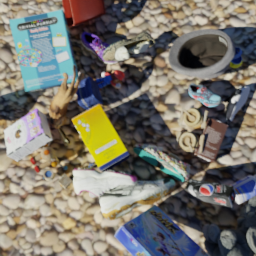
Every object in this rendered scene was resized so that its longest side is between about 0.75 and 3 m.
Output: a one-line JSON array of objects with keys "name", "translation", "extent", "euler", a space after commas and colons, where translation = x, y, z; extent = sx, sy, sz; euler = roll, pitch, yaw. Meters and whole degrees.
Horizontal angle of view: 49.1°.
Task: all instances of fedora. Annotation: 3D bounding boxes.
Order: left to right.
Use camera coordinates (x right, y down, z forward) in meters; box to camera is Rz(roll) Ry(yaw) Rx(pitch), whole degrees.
[{"name": "fedora", "translation": [3.035, -2.796, 11.320], "extent": [2.564, 1.158, 2.268], "euler": [2, 66, 30]}]

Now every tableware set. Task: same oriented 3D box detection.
[{"name": "tableware set", "translation": [2.395, 0.057, 10.948], "extent": [1.150, 0.349, 1.740], "euler": [8, 87, 35]}]

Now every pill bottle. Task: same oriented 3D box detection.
[{"name": "pill bottle", "translation": [4.557, 2.287, 10.686], "extent": [1.344, 0.753, 0.753], "euler": [-25, 79, -6]}]

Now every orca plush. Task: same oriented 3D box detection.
[{"name": "orca plush", "translation": [4.297, -0.947, 11.574], "extent": [1.034, 0.699, 1.965], "euler": [29, 81, -39]}]

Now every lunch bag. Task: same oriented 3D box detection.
[{"name": "lunch bag", "translation": [-1.608, -1.281, 11.111], "extent": [0.819, 0.841, 1.237], "euler": [-23, 64, 16]}]

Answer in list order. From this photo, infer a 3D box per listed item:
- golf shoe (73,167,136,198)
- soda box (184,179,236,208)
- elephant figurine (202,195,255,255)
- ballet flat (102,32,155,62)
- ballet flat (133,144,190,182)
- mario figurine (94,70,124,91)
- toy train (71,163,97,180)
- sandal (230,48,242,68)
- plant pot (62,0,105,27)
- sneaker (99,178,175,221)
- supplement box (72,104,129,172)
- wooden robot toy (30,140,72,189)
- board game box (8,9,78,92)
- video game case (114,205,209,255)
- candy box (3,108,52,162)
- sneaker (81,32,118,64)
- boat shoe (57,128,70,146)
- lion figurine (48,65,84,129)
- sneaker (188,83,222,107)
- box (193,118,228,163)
[{"name": "golf shoe", "translation": [-0.864, 1.998, 10.081], "extent": [2.333, 0.879, 1.068], "euler": [3, 81, 10]}, {"name": "soda box", "translation": [2.919, 2.318, 10.056], "extent": [1.680, 0.594, 0.532], "euler": [2, 42, 41]}, {"name": "elephant figurine", "translation": [4.195, 3.919, 9.946], "extent": [2.677, 1.894, 2.077], "euler": [-10, 107, -18]}, {"name": "ballet flat", "translation": [0.091, -3.222, 11.391], "extent": [2.294, 0.778, 0.864], "euler": [-28, 50, -15]}, {"name": "ballet flat", "translation": [1.346, 1.212, 10.916], "extent": [2.420, 0.915, 0.773], "euler": [32, 60, 7]}, {"name": "mario figurine", "translation": [-0.740, -2.000, 11.829], "extent": [1.255, 0.665, 0.775], "euler": [-21, 115, 6]}, {"name": "toy train", "translation": [-1.754, 1.702, 11.084], "extent": [1.156, 0.197, 0.265], "euler": [-30, 85, -6]}, {"name": "sandal", "translation": [4.096, -3.358, 11.867], "extent": [1.905, 0.829, 0.757], "euler": [34, 82, 9]}, {"name": "plant pot", "translation": [-1.862, -5.213, 11.674], "extent": [1.474, 1.671, 1.672], "euler": [-16, 111, -18]}, {"name": "sneaker", "translation": [0.301, 2.291, 10.501], "extent": [2.947, 1.115, 1.292], "euler": [-18, 55, -13]}, {"name": "supplement box", "translation": [-1.032, 0.449, 10.826], "extent": [1.234, 1.227, 2.254], "euler": [-30, 79, -6]}, {"name": "wooden robot toy", "translation": [-3.083, 1.224, 10.616], "extent": [1.107, 1.140, 2.512], "euler": [-30, 77, -17]}, {"name": "board game box", "translation": [-3.367, -3.083, 11.434], "extent": [2.168, 0.674, 2.871], "euler": [-11, 95, -1]}, {"name": "video game case", "translation": [1.173, 3.875, 9.201], "extent": [2.547, 2.308, 0.579], "euler": [40, 112, 24]}, {"name": "candy box", "translation": [-3.875, 0.267, 10.764], "extent": [1.661, 0.594, 1.393], "euler": [-32, 52, 5]}, {"name": "sneaker", "translation": [-1.195, -3.375, 11.837], "extent": [1.932, 0.806, 0.779], "euler": [29, 86, 2]}, {"name": "boat shoe", "translation": [-2.682, 0.377, 11.337], "extent": [0.311, 0.292, 0.816], "euler": [-38, 73, 10]}, {"name": "lion figurine", "translation": [-2.435, -1.096, 10.566], "extent": [0.919, 2.535, 1.553], "euler": [19, 58, -9]}, {"name": "sneaker", "translation": [3.014, -1.338, 11.224], "extent": [1.501, 0.717, 0.595], "euler": [29, 80, 32]}, {"name": "box", "translation": [3.261, 0.499, 11.134], "extent": [0.797, 0.596, 1.591], "euler": [24, 83, 5]}]
